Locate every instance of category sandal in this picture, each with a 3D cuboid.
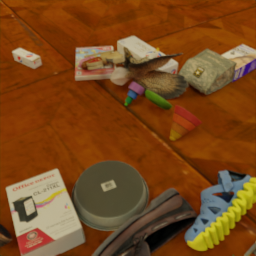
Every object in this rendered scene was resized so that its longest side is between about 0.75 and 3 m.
[{"bbox_3d":[2.086,1.827,6.521,2.351,0.934,1.024,-35,47,-25],"label":"sandal"}]

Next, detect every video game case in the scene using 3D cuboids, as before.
[{"bbox_3d":[-1.388,-2.778,11.872,1.670,0.204,2.336,-5,44,-5],"label":"video game case"}]

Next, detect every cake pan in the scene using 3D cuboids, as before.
[{"bbox_3d":[-0.469,1.609,7.177,2.003,0.367,2.003,0,44,0],"label":"cake pan"}]

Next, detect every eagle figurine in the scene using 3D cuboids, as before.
[{"bbox_3d":[0.738,-2.045,9.802,2.394,1.807,1.817,33,26,34],"label":"eagle figurine"}]

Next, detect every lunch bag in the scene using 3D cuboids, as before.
[{"bbox_3d":[2.938,-2.073,10.585,1.713,1.007,1.405,-34,53,-23],"label":"lunch bag"}]

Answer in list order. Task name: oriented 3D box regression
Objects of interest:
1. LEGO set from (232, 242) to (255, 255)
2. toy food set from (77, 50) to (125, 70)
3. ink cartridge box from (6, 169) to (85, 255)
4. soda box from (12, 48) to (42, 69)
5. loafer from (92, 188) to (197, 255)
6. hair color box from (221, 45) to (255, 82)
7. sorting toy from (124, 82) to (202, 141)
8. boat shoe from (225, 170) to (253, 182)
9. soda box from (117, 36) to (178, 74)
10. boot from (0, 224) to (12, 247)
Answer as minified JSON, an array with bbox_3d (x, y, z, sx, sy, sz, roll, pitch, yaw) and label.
[{"bbox_3d":[2.761,2.820,5.270,0.964,1.279,1.663,-40,47,-14],"label":"LEGO set"},{"bbox_3d":[-1.078,-2.488,10.690,1.772,0.439,2.788,-12,22,-2],"label":"toy food set"},{"bbox_3d":[-1.949,1.998,6.488,1.311,0.745,1.799,-20,47,-19],"label":"ink cartridge box"},{"bbox_3d":[-4.305,-2.958,11.909,1.293,0.412,0.440,26,50,24],"label":"soda box"},{"bbox_3d":[0.365,2.372,5.931,2.878,1.034,0.906,-32,52,-32],"label":"loafer"},{"bbox_3d":[4.489,-2.684,11.478,1.958,0.634,1.070,-31,52,-26],"label":"hair color box"},{"bbox_3d":[0.920,-0.498,9.158,2.936,1.018,1.011,34,93,34],"label":"sorting toy"},{"bbox_3d":[3.061,1.365,7.417,1.147,0.380,0.401,16,46,16],"label":"boat shoe"},{"bbox_3d":[0.686,-2.652,11.202,0.880,0.942,2.765,-27,50,-25],"label":"soda box"},{"bbox_3d":[-3.890,2.352,6.217,2.631,0.983,1.275,20,66,19],"label":"boot"}]
